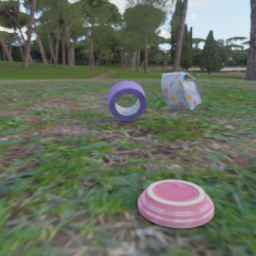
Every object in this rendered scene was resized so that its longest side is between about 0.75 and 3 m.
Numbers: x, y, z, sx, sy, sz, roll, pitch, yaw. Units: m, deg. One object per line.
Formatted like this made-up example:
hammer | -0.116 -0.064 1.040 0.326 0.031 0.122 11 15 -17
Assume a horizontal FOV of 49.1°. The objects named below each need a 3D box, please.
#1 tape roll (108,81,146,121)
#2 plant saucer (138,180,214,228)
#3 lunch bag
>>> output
tape roll | -0.044 -1.087 11.486 1.534 1.534 0.652 -2 36 -7
plant saucer | 0.778 1.185 4.628 1.239 0.314 1.239 -1 13 0
lunch bag | 1.798 -1.317 9.645 0.817 1.285 1.090 -40 25 -27
